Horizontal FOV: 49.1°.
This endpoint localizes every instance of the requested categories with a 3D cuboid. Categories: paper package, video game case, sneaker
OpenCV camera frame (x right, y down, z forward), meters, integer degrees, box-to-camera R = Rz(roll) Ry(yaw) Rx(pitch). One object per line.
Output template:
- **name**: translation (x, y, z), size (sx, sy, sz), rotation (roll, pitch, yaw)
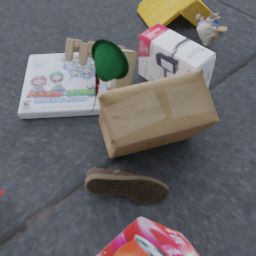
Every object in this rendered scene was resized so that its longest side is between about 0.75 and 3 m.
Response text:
- **paper package**: translation (0.547, -0.216, 6.691), size (2.384, 2.272, 1.233), rotation (-15, 80, -9)
- **video game case**: translation (-1.824, -1.438, 8.826), size (2.833, 0.336, 2.578), rotation (-3, 54, -2)
- **sneaker**: translation (-0.009, 1.238, 6.677), size (1.979, 0.697, 0.748), rotation (11, 25, -9)

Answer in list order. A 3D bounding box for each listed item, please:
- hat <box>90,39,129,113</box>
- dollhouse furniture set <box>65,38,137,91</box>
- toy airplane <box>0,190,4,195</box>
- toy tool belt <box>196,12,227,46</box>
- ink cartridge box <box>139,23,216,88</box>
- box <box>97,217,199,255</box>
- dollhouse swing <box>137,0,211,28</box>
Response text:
- **hat**: translation (-0.614, -1.157, 6.069), size (0.966, 1.166, 1.027), rotation (-10, 34, 47)
- **dollhouse furniture set**: translation (-0.705, -1.837, 8.151), size (1.729, 1.125, 1.588), rotation (25, 24, 33)
- **toy airplane**: translation (-3.341, 2.014, 5.836), size (1.751, 0.322, 1.751), rotation (-28, 29, 17)
- **toy tool belt**: translation (2.831, -3.429, 9.395), size (0.866, 0.880, 1.409), rotation (-20, 40, 28)
- **ink cartridge box**: translation (1.359, -1.874, 8.364), size (0.897, 1.540, 2.128), rotation (-38, 61, -24)
- **box**: translation (0.537, 2.488, 4.247), size (1.364, 2.857, 1.424), rotation (-42, 58, 0)
- **dollhouse swing**: translation (1.819, -4.600, 11.087), size (1.935, 1.872, 2.129), rotation (13, 40, -44)
